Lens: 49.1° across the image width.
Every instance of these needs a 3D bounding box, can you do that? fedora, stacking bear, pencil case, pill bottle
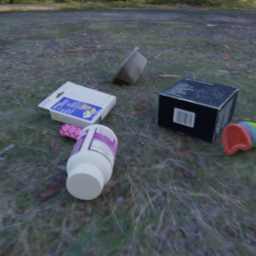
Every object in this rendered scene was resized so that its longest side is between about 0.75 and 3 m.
[{"bbox_3d":[0.230,-3.471,16.476,1.165,2.282,2.580,36,57,-4],"label":"fedora"},{"bbox_3d":[4.487,0.295,10.321,1.857,1.056,1.128,-5,-16,-32],"label":"stacking bear"},{"bbox_3d":[-2.095,0.254,10.996,1.283,0.582,0.601,15,44,30],"label":"pencil case"},{"bbox_3d":[-1.142,1.043,8.847,1.375,1.375,2.450,3,30,4],"label":"pill bottle"}]

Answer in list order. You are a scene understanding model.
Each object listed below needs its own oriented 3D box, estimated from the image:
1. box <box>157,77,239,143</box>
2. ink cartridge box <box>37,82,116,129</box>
[{"bbox_3d":[2.954,-0.903,11.952,2.573,1.595,2.529,19,35,30],"label":"box"},{"bbox_3d":[-2.247,-1.038,12.732,2.609,0.613,2.578,16,37,14],"label":"ink cartridge box"}]
